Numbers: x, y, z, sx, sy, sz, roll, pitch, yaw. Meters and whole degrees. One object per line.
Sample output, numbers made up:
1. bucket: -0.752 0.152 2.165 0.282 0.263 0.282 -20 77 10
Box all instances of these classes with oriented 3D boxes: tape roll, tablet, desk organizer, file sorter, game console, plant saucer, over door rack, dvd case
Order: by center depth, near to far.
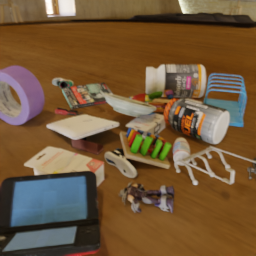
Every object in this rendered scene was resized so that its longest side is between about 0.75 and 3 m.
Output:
1. game console: -1.946 1.935 6.506 2.501 1.484 2.155 -4 -1 -7
2. over door rack: 2.793 1.211 8.643 1.681 0.758 2.276 -17 11 -31
3. desk organizer: -1.514 0.571 10.385 1.199 0.462 0.430 14 31 25
4. tablet: -1.899 -0.125 11.261 1.943 0.204 2.985 -18 19 -31
5. plant saucer: 0.031 -0.860 11.402 2.205 0.553 2.205 14 9 -2
6. tape roll: -4.858 -1.381 12.021 2.367 2.367 1.006 12 32 22
7. file sorter: 4.437 -1.379 12.934 1.774 1.569 2.557 9 28 15
8. dvd case: -2.045 -1.714 14.633 2.407 0.265 1.757 -14 42 -22

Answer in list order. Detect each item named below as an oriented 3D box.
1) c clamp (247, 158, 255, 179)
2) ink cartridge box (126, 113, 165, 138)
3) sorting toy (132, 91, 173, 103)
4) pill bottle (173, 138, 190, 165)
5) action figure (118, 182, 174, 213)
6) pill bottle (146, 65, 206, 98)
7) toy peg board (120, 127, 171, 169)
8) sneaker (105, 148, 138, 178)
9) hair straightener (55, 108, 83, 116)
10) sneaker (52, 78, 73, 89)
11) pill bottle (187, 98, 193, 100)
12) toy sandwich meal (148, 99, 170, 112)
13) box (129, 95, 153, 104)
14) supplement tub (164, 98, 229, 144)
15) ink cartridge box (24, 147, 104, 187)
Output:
1. c clamp: 4.819 1.409 9.094 1.866 0.253 1.594 6 23 14
2. ink cartridge box: 0.722 -0.047 11.418 0.988 0.578 1.703 16 30 29
3. sorting toy: 1.285 -1.307 13.718 2.177 0.750 0.755 -10 -14 -18
4. pill bottle: 1.867 0.798 9.832 0.578 0.578 1.062 3 28 6
5. action figure: 0.469 1.921 7.787 1.585 0.550 1.031 3 35 13
6. pill bottle: 2.453 -2.482 14.855 2.999 1.745 1.745 1 28 3
7. toy peg board: 0.658 0.484 9.644 1.587 0.776 1.580 17 23 -17
8. sneaker: -0.022 1.063 9.357 0.844 0.551 1.509 -21 34 -36
9. hair straightener: -2.743 -0.796 13.200 1.327 0.272 0.511 5 28 9
10. sneaker: -3.938 -2.562 16.339 1.296 0.542 0.783 6 19 9
11. pill bottle: 3.094 -1.020 13.303 0.529 0.529 0.996 -9 29 -16
12. toy sandwich meal: 1.839 -0.969 13.140 1.767 0.605 1.767 8 3 0
13. box: 0.759 -1.384 14.289 1.273 0.308 0.747 -8 31 -20
14. supplement tub: 2.660 -0.350 11.127 2.305 1.412 1.412 22 35 36
15. ink cartridge box: -1.955 1.359 8.602 2.138 0.721 1.245 14 31 23
